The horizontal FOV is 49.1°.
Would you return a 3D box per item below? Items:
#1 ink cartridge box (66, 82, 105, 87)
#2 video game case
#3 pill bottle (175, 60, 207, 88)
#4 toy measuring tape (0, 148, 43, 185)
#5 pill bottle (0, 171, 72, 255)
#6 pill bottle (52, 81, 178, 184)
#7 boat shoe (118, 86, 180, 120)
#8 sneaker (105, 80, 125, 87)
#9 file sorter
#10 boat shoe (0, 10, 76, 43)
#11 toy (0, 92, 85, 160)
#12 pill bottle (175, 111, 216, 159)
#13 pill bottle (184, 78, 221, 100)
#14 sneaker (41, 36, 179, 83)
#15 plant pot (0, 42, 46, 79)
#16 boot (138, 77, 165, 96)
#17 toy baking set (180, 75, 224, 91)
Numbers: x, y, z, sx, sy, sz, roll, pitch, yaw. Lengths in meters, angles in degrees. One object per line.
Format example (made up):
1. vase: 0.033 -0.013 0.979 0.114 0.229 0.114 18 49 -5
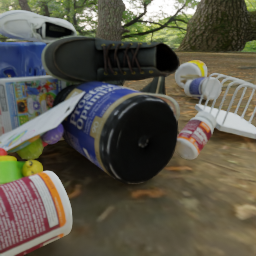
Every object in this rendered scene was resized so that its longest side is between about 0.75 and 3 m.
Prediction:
1. ink cartridge box: -1.233 -1.432 7.025 1.441 0.748 0.427 -3 42 -32
2. video game case: -2.501 -0.338 6.393 2.216 1.586 0.200 -8 21 -23
3. pill bottle: 3.233 -2.711 13.986 1.232 1.232 2.255 9 20 24
4. toy measuring tape: -2.536 0.790 4.104 2.466 0.907 0.907 -8 20 -12
5. pill bottle: -1.419 1.050 3.035 1.430 0.816 0.816 -15 24 -34
6. pill bottle: -0.488 -0.105 5.724 1.583 1.583 2.831 -13 22 -33
7. boat shoe: -0.093 -0.560 7.725 2.908 1.101 1.044 5 15 25
8. sneaker: -0.953 -1.646 11.200 1.769 0.676 1.014 -1 58 35
9. file sorter: 2.858 -0.651 7.429 1.329 1.192 1.915 13 18 -10
10. boat shoe: -2.206 -2.463 6.893 1.903 0.700 0.622 -10 34 -27
11. toy: -1.817 0.232 5.215 2.345 0.554 1.350 -20 25 23
12. pill bottle: 1.345 0.126 5.563 0.524 0.524 0.957 16 52 40
13. pill bottle: 2.896 -1.555 11.072 0.842 0.842 1.456 -7 11 -20
14. sneaker: -0.304 -1.558 6.109 2.853 1.067 1.515 -8 9 -35
15. plant pot: -3.669 -1.205 7.781 2.549 2.292 2.550 -1 16 -2
16. boot: 0.464 -1.185 9.191 1.458 0.816 2.107 0 45 13
17. toy baking set: 3.118 -1.908 11.975 1.814 0.211 1.393 11 -12 46
